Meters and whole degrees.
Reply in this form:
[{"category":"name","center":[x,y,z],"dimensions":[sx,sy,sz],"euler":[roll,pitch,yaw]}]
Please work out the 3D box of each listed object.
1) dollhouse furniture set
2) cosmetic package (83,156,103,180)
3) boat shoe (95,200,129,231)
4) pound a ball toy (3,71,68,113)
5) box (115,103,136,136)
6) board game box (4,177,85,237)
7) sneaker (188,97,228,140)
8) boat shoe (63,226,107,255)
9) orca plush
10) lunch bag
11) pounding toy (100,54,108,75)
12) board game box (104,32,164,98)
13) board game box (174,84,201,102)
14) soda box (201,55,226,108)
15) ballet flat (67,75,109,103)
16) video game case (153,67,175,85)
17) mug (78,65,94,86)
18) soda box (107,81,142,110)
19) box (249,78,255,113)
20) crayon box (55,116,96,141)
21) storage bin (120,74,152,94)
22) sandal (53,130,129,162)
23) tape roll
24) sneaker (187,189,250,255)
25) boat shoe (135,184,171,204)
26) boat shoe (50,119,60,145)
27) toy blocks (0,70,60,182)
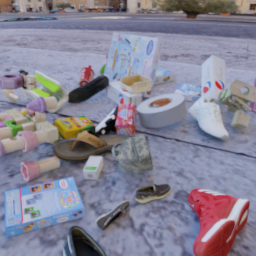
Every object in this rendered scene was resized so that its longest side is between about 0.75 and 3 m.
[{"category":"dollhouse furniture set","center":[4.111,-0.717,11.446],"dimensions":[1.096,1.743,1.971],"euler":[22,-14,1]},{"category":"cosmetic package","center":[-1.058,1.217,8.560],"dimensions":[0.431,0.339,0.800],"euler":[0,28,8]},{"category":"boat shoe","center":[-0.316,2.148,6.838],"dimensions":[1.013,0.339,0.289],"euler":[-25,49,-32]},{"category":"pound a ball toy","center":[-4.346,-1.485,13.203],"dimensions":[1.912,1.246,2.933],"euler":[-44,45,-19]},{"category":"box","center":[-0.064,-0.318,10.802],"dimensions":[0.649,0.621,1.302],"euler":[-5,42,11]},{"category":"board game box","center":[-2.168,1.940,7.176],"dimensions":[1.824,0.334,1.379],"euler":[-10,29,-19]},{"category":"sneaker","center":[3.148,-0.431,10.764],"dimensions":[0.843,0.960,2.396],"euler":[19,26,-29]},{"category":"boat shoe","center":[-0.568,2.725,5.267],"dimensions":[0.814,0.672,2.174],"euler":[-11,32,-31]},{"category":"orca plush","center":[-0.711,-0.088,11.000],"dimensions":[0.967,0.654,1.839],"euler":[-32,15,29]},{"category":"lunch bag","center":[0.119,0.846,8.240],"dimensions":[1.034,1.232,0.859],"euler":[-17,60,-2]},{"category":"pounding toy","center":[-0.685,-4.084,17.337],"dimensions":[2.428,1.127,1.874],"euler":[-17,14,-22]},{"category":"board game box","center":[0.153,-3.303,14.536],"dimensions":[2.909,2.916,0.600],"euler":[20,11,33]},{"category":"board game box","center":[3.305,-1.811,14.383],"dimensions":[1.667,0.363,1.676],"euler":[7,28,15]},{"category":"soda box","center":[3.882,-2.042,12.723],"dimensions":[0.777,0.831,2.440],"euler":[17,61,-17]},{"category":"ballet flat","center":[-1.978,-1.845,13.637],"dimensions":[2.324,0.772,0.660],"euler":[-26,36,-6]},{"category":"video game case","center":[1.347,-3.206,16.925],"dimensions":[2.036,0.511,2.246],"euler":[-19,33,-30]},{"category":"mug","center":[-2.346,-2.792,15.346],"dimensions":[0.802,1.068,1.203],"euler":[-3,41,5]},{"category":"soda box","center":[-0.213,-1.552,13.446],"dimensions":[0.720,0.771,2.263],"euler":[-15,31,-27]},{"category":"box","center":[6.479,-1.473,12.470],"dimensions":[1.728,1.520,0.835],"euler":[-8,28,-17]},{"category":"crayon box","center":[-1.954,-0.007,9.834],"dimensions":[1.405,0.357,0.892],"euler":[-14,36,-37]},{"category":"storage bin","center":[0.341,-2.051,13.008],"dimensions":[1.090,0.515,1.098],"euler":[-15,31,-28]},{"category":"sandal","center":[-1.129,0.458,9.389],"dimensions":[2.772,0.757,1.133],"euler":[-7,29,-25]},{"category":"tape roll","center":[1.379,-0.735,11.430],"dimensions":[1.987,0.656,1.987],"euler":[-15,23,6]},{"category":"sneaker","center":[1.768,2.152,6.447],"dimensions":[1.337,0.907,2.314],"euler":[13,17,40]},{"category":"boat shoe","center":[0.695,1.712,7.580],"dimensions":[1.121,0.363,0.410],"euler":[-15,28,-29]},{"category":"boat shoe","center":[-2.726,0.155,10.487],"dimensions":[0.482,0.437,1.354],"euler":[-38,26,26]},{"category":"toy blocks","center":[-3.674,-0.035,8.317],"dimensions":[2.333,2.771,2.590],"euler":[-15,30,-39]}]
